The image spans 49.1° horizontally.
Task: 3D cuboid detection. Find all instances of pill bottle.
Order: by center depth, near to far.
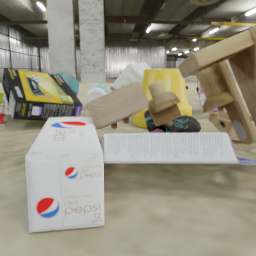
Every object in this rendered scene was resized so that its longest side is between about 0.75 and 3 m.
[{"bbox_3d":[-1.404,-1.532,13.093,0.943,0.943,1.703,0,19,0],"label":"pill bottle"}]

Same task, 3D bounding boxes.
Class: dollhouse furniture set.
[{"bbox_3d":[0.995,0.090,5.257,2.773,2.260,2.637,-24,1,-4],"label":"dollhouse furniture set"}]

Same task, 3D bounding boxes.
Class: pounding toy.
[{"bbox_3d":[2.404,-0.013,6.554,1.252,0.573,1.100,9,24,-12],"label":"pounding toy"}]

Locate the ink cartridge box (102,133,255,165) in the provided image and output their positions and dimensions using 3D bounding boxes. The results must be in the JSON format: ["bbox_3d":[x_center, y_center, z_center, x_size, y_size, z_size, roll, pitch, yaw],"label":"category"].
[{"bbox_3d":[0.863,0.310,4.419,2.147,0.465,2.108,-1,-4,8],"label":"ink cartridge box"}]

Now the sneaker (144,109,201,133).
[{"bbox_3d":[1.167,-0.007,7.337,1.635,0.648,0.617,12,-37,-16],"label":"sneaker"}]

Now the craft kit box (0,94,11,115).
[{"bbox_3d":[-3.499,-0.866,10.675,2.627,0.637,2.595,2,12,-32],"label":"craft kit box"}]

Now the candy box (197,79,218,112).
[{"bbox_3d":[2.952,-1.328,10.116,0.915,1.342,0.409,16,-26,-39],"label":"candy box"}]

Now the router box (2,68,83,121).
[{"bbox_3d":[-2.823,-1.079,8.996,1.974,0.656,2.511,2,29,-33],"label":"router box"}]

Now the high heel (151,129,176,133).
[{"bbox_3d":[0.794,0.307,6.185,0.521,0.366,1.087,-33,36,-27],"label":"high heel"}]

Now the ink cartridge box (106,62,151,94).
[{"bbox_3d":[0.023,-1.480,10.730,0.839,2.004,1.446,47,29,8],"label":"ink cartridge box"}]

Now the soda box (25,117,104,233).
[{"bbox_3d":[-0.847,0.436,4.044,0.801,0.857,2.516,-2,11,-11],"label":"soda box"}]

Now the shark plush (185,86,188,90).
[{"bbox_3d":[1.651,-1.130,11.451,0.963,0.882,2.119,-32,21,-24],"label":"shark plush"}]

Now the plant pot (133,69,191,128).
[{"bbox_3d":[1.085,-0.977,8.883,1.859,1.749,1.859,0,12,0],"label":"plant pot"}]

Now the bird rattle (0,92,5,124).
[{"bbox_3d":[-4.407,-0.671,9.018,0.925,1.135,0.639,16,42,-17],"label":"bird rattle"}]

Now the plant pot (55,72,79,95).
[{"bbox_3d":[-2.618,-1.848,11.666,0.693,0.693,0.981,-9,-28,21],"label":"plant pot"}]

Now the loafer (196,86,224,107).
[{"bbox_3d":[3.456,-1.198,11.813,0.713,0.814,2.265,-29,-32,36],"label":"loafer"}]
